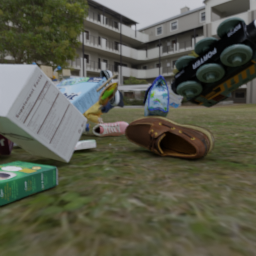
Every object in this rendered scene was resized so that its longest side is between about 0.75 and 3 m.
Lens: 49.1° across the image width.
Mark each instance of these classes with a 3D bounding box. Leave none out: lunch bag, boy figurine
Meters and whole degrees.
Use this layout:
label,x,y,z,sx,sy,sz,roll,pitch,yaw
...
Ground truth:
label,x,y,z,sx,sy,sz,roll,pitch,yaw
lunch bag,0.958,-0.922,9.416,0.848,1.330,1.131,9,-22,0
boy figurine,-1.431,-0.840,12.943,2.559,1.591,0.825,-26,-33,27

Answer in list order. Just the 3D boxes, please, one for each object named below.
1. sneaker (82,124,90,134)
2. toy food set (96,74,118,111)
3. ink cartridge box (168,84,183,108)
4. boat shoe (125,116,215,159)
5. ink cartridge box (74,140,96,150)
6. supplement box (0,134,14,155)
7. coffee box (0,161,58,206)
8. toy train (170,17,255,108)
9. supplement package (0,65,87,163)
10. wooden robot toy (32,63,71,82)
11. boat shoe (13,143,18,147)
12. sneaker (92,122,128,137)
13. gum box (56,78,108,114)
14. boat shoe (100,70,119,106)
label,x,y,z,sx,sy,sz,roll,pitch,yaw
sneaker,-2.122,0.023,12.973,0.534,0.456,1.212,21,-15,-20
toy food set,-0.564,-0.969,8.347,0.262,0.901,1.306,42,-18,12
ink cartridge box,2.017,-1.420,12.056,0.672,0.930,0.393,31,27,18
boat shoe,1.034,0.293,8.414,2.902,1.045,0.980,11,22,34
ink cartridge box,-1.670,0.582,9.128,1.076,0.269,0.866,-5,-1,-20
supplement box,-3.864,-0.297,7.638,1.163,2.108,0.903,0,37,-10
coffee box,-2.324,0.996,4.907,1.161,0.415,1.888,3,6,29
toy train,2.497,-1.597,7.423,1.699,1.270,2.981,16,-31,-28
supplement package,-2.297,-0.290,6.821,1.357,1.362,2.322,8,-26,29
wooden robot toy,-3.083,-1.867,10.688,1.810,0.821,0.797,1,-17,-36
boat shoe,-3.414,0.320,10.176,0.600,0.545,1.631,-8,-2,37
sneaker,-0.826,0.086,12.636,1.647,0.620,0.861,-4,2,13
gum box,-2.430,-0.957,10.465,2.377,0.623,2.798,8,41,41
boat shoe,-0.867,-1.673,11.723,0.585,1.622,0.575,-29,-18,32
